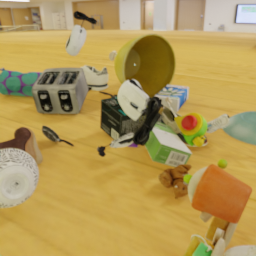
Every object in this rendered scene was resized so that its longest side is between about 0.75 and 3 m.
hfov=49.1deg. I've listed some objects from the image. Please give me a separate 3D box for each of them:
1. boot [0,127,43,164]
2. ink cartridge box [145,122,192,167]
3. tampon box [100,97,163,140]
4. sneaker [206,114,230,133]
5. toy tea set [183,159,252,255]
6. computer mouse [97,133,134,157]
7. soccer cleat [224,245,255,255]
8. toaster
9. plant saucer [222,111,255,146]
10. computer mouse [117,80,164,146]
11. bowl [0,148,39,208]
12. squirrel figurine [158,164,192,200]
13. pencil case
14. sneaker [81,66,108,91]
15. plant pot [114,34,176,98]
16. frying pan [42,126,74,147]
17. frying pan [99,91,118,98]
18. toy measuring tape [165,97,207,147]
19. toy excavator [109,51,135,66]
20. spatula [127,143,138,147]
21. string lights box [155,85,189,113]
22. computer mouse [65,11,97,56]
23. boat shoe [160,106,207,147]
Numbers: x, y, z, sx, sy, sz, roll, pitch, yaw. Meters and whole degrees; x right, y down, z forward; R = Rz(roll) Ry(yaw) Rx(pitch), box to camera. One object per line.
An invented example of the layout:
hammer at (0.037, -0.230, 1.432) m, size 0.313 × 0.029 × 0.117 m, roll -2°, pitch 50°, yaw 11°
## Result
boot at (-3.437, 0.483, 7.915) m, size 1.578 × 0.687 × 1.898 m, roll 3°, pitch 26°, yaw -39°
ink cartridge box at (1.007, 0.410, 8.209) m, size 0.975 × 0.557 × 1.877 m, roll 18°, pitch 19°, yaw -18°
tampon box at (0.101, -0.383, 9.577) m, size 1.729 × 1.092 × 1.296 m, roll -15°, pitch 36°, yaw -32°
sneaker at (2.809, -0.089, 9.098) m, size 0.468 × 1.081 × 0.405 m, roll -7°, pitch 68°, yaw -38°
toy tea set at (0.926, 1.748, 4.322) m, size 1.062 × 1.706 × 2.869 m, roll 24°, pitch 38°, yaw 27°
computer mouse at (-0.284, 0.484, 8.014) m, size 1.253 × 0.275 × 0.687 m, roll -23°, pitch 10°, yaw -9°
soccer cleat at (2.420, 2.106, 4.703) m, size 1.550 × 0.669 × 0.541 m, roll 2°, pitch 24°, yaw 6°
toaster at (-2.691, -1.573, 11.593) m, size 1.855 × 1.217 × 2.052 m, roll 2°, pitch 41°, yaw 8°
plant saucer at (4.677, -0.113, 9.878) m, size 2.598 × 0.500 × 2.598 m, roll 0°, pitch 25°, yaw 0°
computer mouse at (0.153, -0.690, 8.155) m, size 0.546 × 1.364 × 2.487 m, roll 12°, pitch 26°, yaw -29°
bowl at (-2.403, 1.114, 5.775) m, size 1.310 × 1.310 × 0.615 m, roll -17°, pitch 15°, yaw -33°
squirrel figurine at (1.138, 1.316, 6.702) m, size 0.848 × 0.600 × 0.792 m, roll 7°, pitch 37°, yaw 15°
pencil case at (-4.639, -2.153, 13.450) m, size 2.990 × 1.272 × 1.382 m, roll 4°, pitch 39°, yaw 8°
sneaker at (-2.442, -2.748, 14.793) m, size 2.926 × 1.178 × 1.118 m, roll 5°, pitch 30°, yaw 9°
plant pot at (0.479, -2.978, 13.392) m, size 2.934 × 2.934 × 2.083 m, roll -15°, pitch 24°, yaw -29°
frying pan at (-2.322, 0.357, 9.011) m, size 1.182 × 0.715 × 0.192 m, roll 40°, pitch 61°, yaw -7°
frying pan at (-0.395, -1.301, 12.323) m, size 1.010 × 0.272 × 1.669 m, roll 24°, pitch 17°, yaw 38°
toy measuring tape at (1.857, -0.343, 8.677) m, size 0.828 × 0.828 × 2.250 m, roll -6°, pitch 46°, yaw -14°
toy excavator at (-0.094, -3.286, 15.289) m, size 1.774 × 1.825 × 0.911 m, roll 4°, pitch 25°, yaw 20°
spatula at (0.493, 0.468, 8.892) m, size 1.047 × 0.296 × 0.108 m, roll -1°, pitch 22°, yaw -18°
string lights box at (1.936, -1.330, 12.410) m, size 1.059 × 0.607 × 2.060 m, roll 10°, pitch 26°, yaw 21°
computer mouse at (-1.616, -3.107, 9.327) m, size 0.815 × 1.486 × 0.326 m, roll 21°, pitch -4°, yaw -33°
boat shoe at (1.744, -0.084, 9.505) m, size 0.841 × 0.739 × 2.363 m, roll -12°, pitch 28°, yaw -28°
